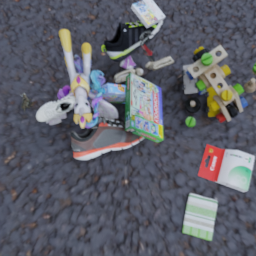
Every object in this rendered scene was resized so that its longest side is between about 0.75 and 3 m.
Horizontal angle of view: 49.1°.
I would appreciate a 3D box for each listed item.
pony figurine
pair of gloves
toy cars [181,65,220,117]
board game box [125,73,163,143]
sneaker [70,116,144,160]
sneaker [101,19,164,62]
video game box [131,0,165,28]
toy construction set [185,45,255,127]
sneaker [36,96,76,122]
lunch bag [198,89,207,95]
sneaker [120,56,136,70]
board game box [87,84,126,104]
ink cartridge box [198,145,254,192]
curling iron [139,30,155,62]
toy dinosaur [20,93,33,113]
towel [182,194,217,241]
[{"bbox_3d":[-1.475,-1.089,8.515,2.333,2.704,2.802,-6,77,-9],"label":"pony figurine"},{"bbox_3d":[0.521,-2.027,9.687,2.118,1.801,0.371,-19,98,14],"label":"pair of gloves"},{"bbox_3d":[2.709,-1.336,10.203,1.035,0.511,2.308,-45,69,11],"label":"toy cars"},{"bbox_3d":[0.490,-0.619,8.529,1.289,0.279,1.915,20,56,-32],"label":"board game box"},{"bbox_3d":[-0.541,0.112,8.872,2.711,1.045,1.110,-20,106,-15],"label":"sneaker"},{"bbox_3d":[0.139,-3.135,9.215,2.308,0.956,0.828,-40,36,3],"label":"sneaker"},{"bbox_3d":[0.628,-3.613,8.768,0.763,0.196,0.837,-34,84,-27],"label":"video game box"},{"bbox_3d":[3.095,-1.494,8.707,2.892,2.222,2.412,-7,77,13],"label":"toy construction set"},{"bbox_3d":[-2.068,-0.516,7.949,1.288,0.522,0.484,-25,109,7],"label":"sneaker"},{"bbox_3d":[2.960,-1.665,10.267,0.885,0.752,0.564,-39,70,-18],"label":"lunch bag"},{"bbox_3d":[0.040,-2.500,10.448,0.567,0.361,0.995,24,52,-13],"label":"sneaker"},{"bbox_3d":[-0.365,-1.098,9.217,1.803,1.364,0.330,0,84,-42],"label":"board game box"},{"bbox_3d":[3.187,1.237,9.069,1.527,0.382,1.229,20,65,8],"label":"ink cartridge box"},{"bbox_3d":[0.707,-2.535,9.097,0.263,2.061,0.511,44,93,16],"label":"curling iron"},{"bbox_3d":[-3.712,-0.850,10.168,0.412,0.310,0.806,-3,69,11],"label":"toy dinosaur"},{"bbox_3d":[2.165,2.685,8.480,0.906,0.186,1.214,14,67,9],"label":"towel"}]
